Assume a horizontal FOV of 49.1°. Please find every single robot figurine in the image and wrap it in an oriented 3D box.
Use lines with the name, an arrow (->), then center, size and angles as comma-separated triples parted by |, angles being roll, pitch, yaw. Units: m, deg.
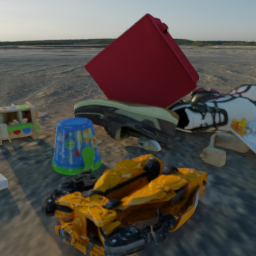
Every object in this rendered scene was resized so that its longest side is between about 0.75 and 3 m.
robot figurine -> 0.062, 1.081, 4.117 | 1.814, 0.728, 2.502 | 15, 22, 39

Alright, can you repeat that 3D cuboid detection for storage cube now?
storage cube -> 0.562, -1.743, 8.851 | 2.700, 2.427, 2.308 | -35, 5, 22

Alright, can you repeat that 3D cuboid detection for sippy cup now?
sippy cup -> -1.113, 0.336, 5.997 | 1.366, 1.001, 1.072 | 9, 20, 24

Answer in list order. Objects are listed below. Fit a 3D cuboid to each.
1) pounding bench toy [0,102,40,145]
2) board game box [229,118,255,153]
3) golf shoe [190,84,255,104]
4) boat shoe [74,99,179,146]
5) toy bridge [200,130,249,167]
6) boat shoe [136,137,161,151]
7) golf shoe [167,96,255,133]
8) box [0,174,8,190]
pounding bench toy -> -2.959, -0.099, 7.532 | 1.134, 0.904, 1.454 | -9, 20, -27
board game box -> 3.858, 0.226, 6.392 | 2.194, 0.284, 2.194 | -11, 32, -12
golf shoe -> 3.656, -0.757, 9.766 | 2.973, 1.148, 1.310 | -3, 35, 5
boat shoe -> -0.197, -0.128, 7.283 | 2.915, 0.945, 1.067 | 6, -17, 24
toy bridge -> 2.567, 0.353, 7.015 | 2.565, 0.349, 0.862 | -15, 23, -40
boat shoe -> 0.502, 0.438, 6.984 | 0.254, 0.294, 0.817 | -31, 24, -21
golf shoe -> 2.281, -0.245, 7.940 | 2.781, 1.081, 1.314 | -2, 17, 32
box -> -2.770, 1.004, 5.254 | 0.885, 0.182, 0.690 | 15, 24, 42
